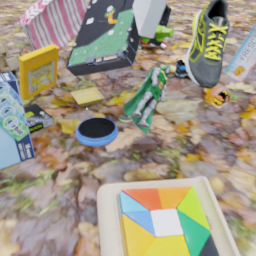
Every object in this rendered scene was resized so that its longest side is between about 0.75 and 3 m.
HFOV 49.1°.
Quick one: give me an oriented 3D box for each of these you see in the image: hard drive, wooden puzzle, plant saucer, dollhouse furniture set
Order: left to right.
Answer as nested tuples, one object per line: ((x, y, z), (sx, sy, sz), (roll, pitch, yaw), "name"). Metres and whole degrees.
((-5.701, -3.873, 12.085), (2.349, 2.656, 1.476), (3, 31, 31), "dollhouse furniture set")
((-1.559, -1.148, 10.704), (1.025, 0.248, 1.025), (-15, 37, -21), "plant saucer")
((-0.489, -2.856, 7.903), (2.028, 0.549, 2.903), (-4, 60, 33), "hard drive")
((0.716, 2.016, 5.653), (2.590, 0.482, 2.396), (-5, 44, -6), "wooden puzzle")

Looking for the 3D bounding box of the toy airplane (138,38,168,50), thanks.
((1.366, -4.967, 15.374), (1.717, 1.217, 1.724), (-24, 43, -30), "toy airplane")

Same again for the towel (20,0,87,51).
((-2.083, -3.294, 8.671), (0.366, 1.791, 2.447), (32, 69, 21), "towel")

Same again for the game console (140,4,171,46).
((0.252, -4.833, 11.523), (2.640, 2.322, 1.537), (30, 30, 31), "game console")

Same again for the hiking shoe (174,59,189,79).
((2.922, -2.512, 12.198), (1.813, 0.786, 0.674), (10, 36, 14), "hiking shoe")

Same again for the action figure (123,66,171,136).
((0.583, -0.834, 6.514), (0.484, 1.046, 1.770), (4, 55, 37), "action figure")

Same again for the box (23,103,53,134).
((-3.405, -0.265, 9.363), (1.348, 0.320, 1.302), (-25, 45, -32), "box")

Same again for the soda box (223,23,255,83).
((3.108, -1.973, 7.007), (0.564, 1.649, 0.524), (36, 31, 14), "soda box")

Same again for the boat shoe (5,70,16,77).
((-5.131, -2.313, 12.307), (0.379, 0.428, 1.170), (25, 24, -11), "boat shoe")

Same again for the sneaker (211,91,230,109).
((2.548, -0.830, 7.451), (0.307, 0.395, 0.878), (38, 44, 18), "sneaker")

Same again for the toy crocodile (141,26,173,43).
((0.938, -3.661, 10.759), (1.664, 0.562, 0.514), (7, 67, 29), "toy crocodile")

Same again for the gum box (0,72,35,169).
((-4.000, 0.151, 6.879), (2.882, 2.448, 0.642), (-20, 39, -27), "gum box")

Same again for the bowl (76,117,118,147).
((-0.997, 0.087, 8.904), (1.327, 0.260, 1.327), (0, 35, 0), "bowl")

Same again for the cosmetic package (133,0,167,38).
((0.460, -2.734, 5.978), (0.352, 1.027, 1.362), (6, 47, -14), "cosmetic package")

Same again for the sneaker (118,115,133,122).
((0.089, -0.421, 9.552), (0.877, 0.355, 0.324), (-3, 35, -4), "sneaker")

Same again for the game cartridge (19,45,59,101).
((-1.398, -0.878, 4.432), (0.129, 0.794, 0.700), (38, 49, 14), "game cartridge")

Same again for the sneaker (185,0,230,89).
((2.169, -2.346, 7.554), (0.974, 1.106, 2.614), (6, 72, -6), "sneaker")
